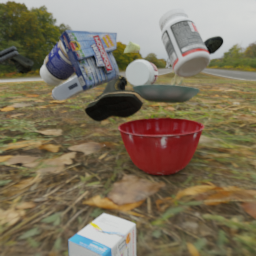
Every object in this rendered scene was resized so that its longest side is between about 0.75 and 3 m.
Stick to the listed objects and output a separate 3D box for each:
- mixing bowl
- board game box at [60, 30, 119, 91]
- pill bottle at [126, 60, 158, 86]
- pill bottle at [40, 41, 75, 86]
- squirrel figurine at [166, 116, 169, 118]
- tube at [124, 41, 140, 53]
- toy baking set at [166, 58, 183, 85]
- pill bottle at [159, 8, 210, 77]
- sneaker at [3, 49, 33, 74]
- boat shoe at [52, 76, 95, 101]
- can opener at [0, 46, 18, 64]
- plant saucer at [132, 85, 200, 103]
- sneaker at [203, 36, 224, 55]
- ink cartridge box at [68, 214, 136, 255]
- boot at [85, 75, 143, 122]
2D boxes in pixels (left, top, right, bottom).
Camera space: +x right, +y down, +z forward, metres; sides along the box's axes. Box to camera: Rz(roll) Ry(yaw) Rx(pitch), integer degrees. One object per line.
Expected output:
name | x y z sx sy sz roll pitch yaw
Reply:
mixing bowl | 1.024 0.594 8.856 2.630 1.424 2.630 -2 13 0
board game box | -0.890 -2.153 8.269 1.665 1.666 0.514 -28 7 -34
pill bottle | 0.625 -2.420 12.644 1.229 1.229 2.152 3 10 13
pill bottle | -2.774 -2.817 11.999 2.280 1.320 1.320 -33 -10 40
squirrel figurine | 1.215 0.071 12.542 1.324 1.004 1.418 -11 0 0
tube | 0.172 -3.650 12.732 0.393 0.440 1.515 -9 10 21
toy baking set | 1.960 -2.759 10.582 0.301 1.989 2.591 14 45 -17
pill bottle | 1.452 -2.299 7.504 0.979 1.690 0.979 -14 -22 -6
sneaker | -4.327 -2.533 10.896 1.237 0.709 0.473 29 41 -6
boat shoe | -2.701 -2.227 14.617 2.808 1.033 0.918 -24 9 -22
can opener | -4.614 -2.473 9.876 1.407 0.375 0.470 -25 -4 3
plant saucer | 1.312 -1.152 9.910 2.377 0.458 2.377 4 2 0
sneaker | 2.994 -2.960 11.232 1.796 0.687 1.029 -23 32 25
ink cartridge box | -0.399 2.032 4.665 0.705 0.718 0.975 8 16 30
boot | -0.276 -1.324 9.833 2.731 1.058 1.889 -5 46 47
